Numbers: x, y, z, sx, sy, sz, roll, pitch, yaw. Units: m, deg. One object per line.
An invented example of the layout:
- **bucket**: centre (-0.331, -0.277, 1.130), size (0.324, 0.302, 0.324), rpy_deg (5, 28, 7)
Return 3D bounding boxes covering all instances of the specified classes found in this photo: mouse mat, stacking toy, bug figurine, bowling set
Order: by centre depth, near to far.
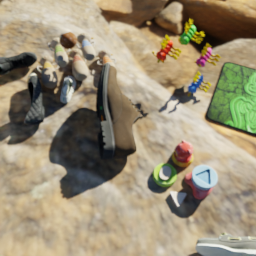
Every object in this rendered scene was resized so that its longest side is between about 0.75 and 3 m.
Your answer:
- **stacking toy**: centre (1.340, 1.065, 6.708), size (1.272, 0.593, 1.405), rpy_deg (-29, 60, -18)
- **bug figurine**: centre (1.750, -2.023, 8.142), size (2.094, 0.539, 1.624), rpy_deg (41, 81, -24)
- **mouse mat**: centre (3.615, -0.906, 8.344), size (2.073, 0.097, 2.576), rpy_deg (20, 59, 12)
- **bowling set**: centre (-1.582, -2.366, 8.400), size (2.493, 1.735, 1.338), rpy_deg (-12, 54, -12)

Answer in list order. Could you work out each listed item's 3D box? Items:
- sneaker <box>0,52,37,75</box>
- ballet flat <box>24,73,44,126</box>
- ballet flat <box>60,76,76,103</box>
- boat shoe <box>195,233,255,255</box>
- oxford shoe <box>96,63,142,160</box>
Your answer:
- **sneaker**: centre (-3.695, -1.920, 8.634), size (1.656, 0.497, 0.864), rpy_deg (-8, 32, 3)
- **ballet flat**: centre (-2.717, -0.880, 7.943), size (0.514, 0.602, 1.810), rpy_deg (-1, 55, -26)
- **ballet flat**: centre (-1.796, -1.224, 8.390), size (0.390, 0.390, 1.087), rpy_deg (2, 56, 1)
- **boat shoe**: centre (2.117, 2.460, 5.843), size (1.435, 0.513, 0.429), rpy_deg (4, 43, 6)
- **oxford shoe**: centre (-0.269, -0.496, 7.545), size (1.167, 1.004, 2.764), rpy_deg (-2, 70, -14)
